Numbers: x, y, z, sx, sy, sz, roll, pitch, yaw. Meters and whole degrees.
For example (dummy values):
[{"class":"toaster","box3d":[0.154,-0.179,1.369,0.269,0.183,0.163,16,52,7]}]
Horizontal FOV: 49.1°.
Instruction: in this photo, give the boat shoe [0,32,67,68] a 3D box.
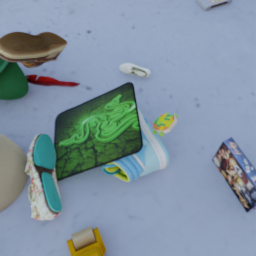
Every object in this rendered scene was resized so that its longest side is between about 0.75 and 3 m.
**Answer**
[{"class":"boat shoe","box3d":[-2.746,-2.125,8.093,0.987,0.984,2.735,34,27,0]}]

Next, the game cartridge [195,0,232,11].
[{"class":"game cartridge","box3d":[3.758,-5.682,12.390,1.407,0.292,0.937,-22,65,-13]}]

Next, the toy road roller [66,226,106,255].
[{"class":"toy road roller","box3d":[-0.916,2.968,6.526,0.820,0.974,1.335,-20,60,-12]}]

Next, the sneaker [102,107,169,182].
[{"class":"sneaker","box3d":[-0.244,0.334,8.130,1.780,1.085,2.727,-27,61,-17]}]

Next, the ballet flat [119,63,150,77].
[{"class":"ballet flat","box3d":[0.221,-2.025,9.920,1.147,0.398,0.398,14,59,6]}]

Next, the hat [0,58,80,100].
[{"class":"hat","box3d":[-3.665,-1.188,9.580,2.623,2.309,2.173,-10,48,40]}]

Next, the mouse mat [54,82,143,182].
[{"class":"mouse mat","box3d":[-1.005,0.084,8.053,2.938,0.111,2.364,-21,55,20]}]

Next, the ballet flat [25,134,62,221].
[{"class":"ballet flat","box3d":[-2.442,1.328,7.675,0.826,0.977,2.584,-31,53,19]}]

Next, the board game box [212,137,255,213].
[{"class":"board game box","box3d":[2.974,1.264,7.484,0.300,1.173,1.732,-20,59,-13]}]

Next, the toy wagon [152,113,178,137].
[{"class":"toy wagon","box3d":[0.915,-0.118,7.520,0.696,0.177,0.897,-51,30,-13]}]

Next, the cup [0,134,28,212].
[{"class":"cup","box3d":[-4.119,0.929,7.341,2.479,1.773,2.479,0,57,0]}]
